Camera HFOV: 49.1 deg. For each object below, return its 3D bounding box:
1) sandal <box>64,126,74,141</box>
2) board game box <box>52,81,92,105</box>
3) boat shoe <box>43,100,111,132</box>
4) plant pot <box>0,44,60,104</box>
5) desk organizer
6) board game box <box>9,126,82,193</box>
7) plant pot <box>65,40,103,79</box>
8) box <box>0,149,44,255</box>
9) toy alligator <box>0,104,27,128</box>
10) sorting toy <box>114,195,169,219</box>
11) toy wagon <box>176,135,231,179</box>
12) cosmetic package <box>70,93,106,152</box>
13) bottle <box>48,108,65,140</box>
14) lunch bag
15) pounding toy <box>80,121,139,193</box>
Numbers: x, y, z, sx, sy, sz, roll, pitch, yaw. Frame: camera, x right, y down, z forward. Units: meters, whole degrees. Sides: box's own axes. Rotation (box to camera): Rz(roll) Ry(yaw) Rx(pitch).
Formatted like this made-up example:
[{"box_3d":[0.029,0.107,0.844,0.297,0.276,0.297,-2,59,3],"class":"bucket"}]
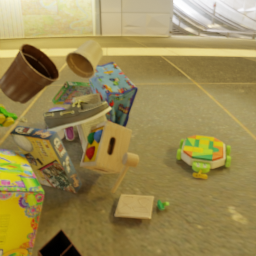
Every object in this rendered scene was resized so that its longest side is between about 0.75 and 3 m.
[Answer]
[{"box_3d":[-2.165,-0.054,10.157,0.428,1.053,0.259,-22,11,-21],"class":"sandal"},{"box_3d":[-2.214,-1.441,11.731,0.250,1.153,1.714,54,30,16],"class":"board game box"},{"box_3d":[-1.724,-0.469,9.080,2.469,0.738,0.882,-16,10,24],"class":"boat shoe"},{"box_3d":[-3.794,-1.916,10.566,1.721,1.738,1.738,-39,14,22],"class":"plant pot"},{"box_3d":[-1.201,2.770,5.466,0.595,0.639,1.660,-8,23,-38],"class":"desk organizer"},{"box_3d":[-2.244,0.910,7.830,1.408,2.078,0.359,8,43,27],"class":"board game box"},{"box_3d":[-1.407,-2.425,9.609,1.110,1.110,1.016,12,54,24],"class":"plant pot"},{"box_3d":[-3.517,1.512,5.871,2.695,1.644,2.595,9,10,-31],"class":"box"},{"box_3d":[-3.325,-0.233,7.350,0.524,0.572,1.930,-38,-13,0],"class":"toy alligator"},{"box_3d":[0.397,2.145,7.508,1.371,0.202,1.013,1,19,11],"class":"sorting toy"},{"box_3d":[2.639,0.957,9.806,1.803,0.460,2.324,7,25,16],"class":"toy wagon"},{"box_3d":[-1.330,-0.186,10.057,0.982,1.900,0.829,-13,-2,-21],"class":"cosmetic package"},{"box_3d":[-3.013,-0.194,12.004,0.934,0.730,2.237,-4,25,-11],"class":"bottle"},{"box_3d":[-0.763,-0.883,11.133,1.268,2.695,2.029,-14,46,-24],"class":"lunch bag"},{"box_3d":[-0.615,0.829,8.094,0.993,1.907,2.170,21,-17,-24],"class":"pounding toy"}]
